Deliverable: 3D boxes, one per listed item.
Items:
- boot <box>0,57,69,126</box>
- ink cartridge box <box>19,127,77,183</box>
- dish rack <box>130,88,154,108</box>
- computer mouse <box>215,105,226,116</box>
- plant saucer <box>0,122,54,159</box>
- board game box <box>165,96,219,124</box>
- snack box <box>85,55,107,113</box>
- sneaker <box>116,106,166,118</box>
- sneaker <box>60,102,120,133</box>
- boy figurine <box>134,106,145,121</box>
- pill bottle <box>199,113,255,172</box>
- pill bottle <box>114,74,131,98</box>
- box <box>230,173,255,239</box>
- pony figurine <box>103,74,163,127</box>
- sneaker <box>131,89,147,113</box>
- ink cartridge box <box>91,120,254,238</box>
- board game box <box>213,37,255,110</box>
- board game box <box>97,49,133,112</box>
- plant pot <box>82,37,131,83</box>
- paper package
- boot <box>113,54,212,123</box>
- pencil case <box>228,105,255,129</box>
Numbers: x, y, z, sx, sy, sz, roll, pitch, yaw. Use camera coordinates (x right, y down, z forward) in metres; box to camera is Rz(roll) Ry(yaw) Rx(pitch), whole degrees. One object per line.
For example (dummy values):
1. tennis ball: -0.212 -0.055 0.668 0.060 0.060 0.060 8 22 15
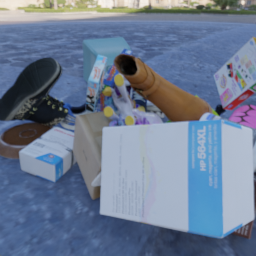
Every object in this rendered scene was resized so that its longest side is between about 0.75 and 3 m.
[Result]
1. boot: -2.766 -1.071 9.540 2.169 2.872 1.037 15 43 -57
2. ink cartridge box: -2.361 0.798 9.004 1.293 0.758 1.766 17 30 17
3. dish rack: 0.485 -1.283 11.118 1.267 0.321 1.477 -4 47 7
4. computer mouse: 2.386 -0.362 10.322 2.343 0.539 1.645 -22 3 41
5. plant saucer: -3.694 0.348 10.391 2.375 0.409 2.375 -1 27 0
6. board game box: 1.522 0.237 8.547 2.489 0.593 1.264 -43 24 11
7. snack box: -0.898 -1.179 7.761 0.282 1.521 0.883 17 62 -3
8. sneaker: 0.450 -1.121 11.956 2.849 1.155 1.071 0 63 15
9. sneaker: -1.235 -0.499 11.078 2.970 1.265 1.144 -3 28 -6
10. boy figurine: 0.288 -0.002 8.972 0.866 1.393 0.449 30 26 24
11. pill bottle: 2.477 0.426 6.398 1.844 1.049 1.049 23 34 26
12. pill bottle: -0.162 -1.437 9.551 0.580 1.031 0.580 6 48 -7
13. box: 1.704 1.510 6.870 2.699 1.351 1.011 13 7 20
14. pony figurine: 0.024 -0.255 7.848 1.802 2.089 2.164 -17 -11 10
15. sneaker: 0.401 -1.025 9.422 0.676 1.679 1.229 7 31 -1
16. ink cartridge box: 0.779 0.844 5.482 2.770 1.734 1.780 -2 -7 37
17. board game box: 3.566 -1.645 8.807 0.378 1.875 1.435 8 59 -23
18. board game box: -0.488 -1.715 10.505 0.397 1.561 2.306 21 48 6
19. plant pot: -0.963 -3.365 15.542 2.465 2.458 2.511 -12 38 -21
20. paper package: -0.782 0.724 7.649 0.938 1.729 1.814 -11 53 -26
21. boot: 0.897 -1.089 7.690 2.088 1.031 2.689 35 7 -47
22. pencil case: 3.480 0.189 8.213 1.374 1.331 2.933 34 33 18
